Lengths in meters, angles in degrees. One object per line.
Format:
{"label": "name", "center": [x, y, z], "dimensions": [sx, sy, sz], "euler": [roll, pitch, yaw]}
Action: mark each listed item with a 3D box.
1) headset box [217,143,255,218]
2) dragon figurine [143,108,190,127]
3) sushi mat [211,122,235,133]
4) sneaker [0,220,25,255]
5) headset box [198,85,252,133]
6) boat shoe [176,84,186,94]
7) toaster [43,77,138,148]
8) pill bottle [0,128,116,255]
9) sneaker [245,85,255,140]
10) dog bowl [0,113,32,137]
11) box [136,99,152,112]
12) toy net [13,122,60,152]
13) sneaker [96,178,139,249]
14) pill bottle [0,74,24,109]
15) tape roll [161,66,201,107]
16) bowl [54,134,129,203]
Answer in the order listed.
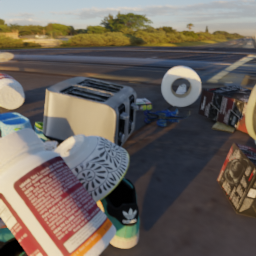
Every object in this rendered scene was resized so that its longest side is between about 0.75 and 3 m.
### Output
{"label": "headset box", "center": [2.322, 0.973, 5.608], "dimensions": [0.503, 0.969, 1.303], "euler": [15, 19, -5]}
{"label": "dragon figurine", "center": [1.287, -0.359, 9.789], "dimensions": [0.909, 0.538, 1.829], "euler": [-13, 14, -32]}
{"label": "sushi mat", "center": [3.500, -0.129, 9.939], "dimensions": [0.706, 0.089, 1.476], "euler": [16, 25, 27]}
{"label": "sneaker", "center": [-1.708, 1.686, 4.505], "dimensions": [0.646, 0.577, 1.616], "euler": [24, 27, 21]}
{"label": "headset box", "center": [4.205, -0.675, 9.898], "dimensions": [1.983, 1.029, 2.665], "euler": [-13, 29, -35]}
{"label": "boat shoe", "center": [2.765, -2.011, 14.618], "dimensions": [0.457, 0.406, 1.242], "euler": [6, 21, 15]}
{"label": "toaster", "center": [-1.108, -0.449, 8.316], "dimensions": [2.564, 1.522, 2.319], "euler": [14, 22, 12]}
{"label": "pill bottle", "center": [-1.103, 0.979, 3.709], "dimensions": [1.835, 1.048, 1.048], "euler": [51, 36, 7]}
{"label": "sneaker", "center": [3.569, 0.080, 5.902], "dimensions": [1.481, 2.787, 1.042], "euler": [13, 67, 47]}
{"label": "dog bowl", "center": [-3.907, -0.116, 9.452], "dimensions": [0.981, 0.436, 1.760], "euler": [-17, 26, -38]}
{"label": "box", "center": [0.061, -0.941, 11.866], "dimensions": [1.727, 0.300, 0.951], "euler": [-6, 21, -15]}
{"label": "toy net", "center": [-2.415, 0.287, 7.759], "dimensions": [1.272, 0.468, 2.425], "euler": [15, 7, -30]}
{"label": "sneaker", "center": [-0.265, 1.151, 5.234], "dimensions": [0.756, 0.846, 2.119], "euler": [0, 23, -22]}
{"label": "pill bottle", "center": [-5.331, -1.596, 12.251], "dimensions": [1.265, 1.265, 2.310], "euler": [-12, 23, -30]}
{"label": "tape roll", "center": [2.294, -1.791, 12.191], "dimensions": [1.704, 1.704, 0.596], "euler": [3, 21, 8]}
{"label": "bowl", "center": [-0.892, 0.646, 5.170], "dimensions": [1.675, 0.786, 1.675], "euler": [-26, 26, 14]}
